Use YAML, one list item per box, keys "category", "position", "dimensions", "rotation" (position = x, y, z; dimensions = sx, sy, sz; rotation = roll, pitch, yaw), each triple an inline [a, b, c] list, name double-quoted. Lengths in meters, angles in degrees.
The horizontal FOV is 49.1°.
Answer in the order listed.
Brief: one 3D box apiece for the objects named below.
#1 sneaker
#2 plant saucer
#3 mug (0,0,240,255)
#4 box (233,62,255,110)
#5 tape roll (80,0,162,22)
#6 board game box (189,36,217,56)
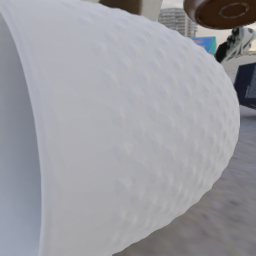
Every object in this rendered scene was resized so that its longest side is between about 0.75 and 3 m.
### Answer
- category: "sneaker"
  position: [2.918, -2.140, 7.603]
  dimensions: [0.696, 0.583, 1.574]
  rotation: [3, -14, -9]
- category: "plant saucer"
  position: [1.702, -1.984, 4.526]
  dimensions: [1.592, 0.255, 1.592]
  rotation: [-1, -7, 0]
- category: "mug"
  position: [-0.352, -0.208, 3.059]
  dimensions: [2.544, 2.142, 2.901]
  rotation: [-9, 34, -41]
- category: "box"
  position: [5.458, -1.376, 9.898]
  dimensions: [2.154, 1.518, 2.910]
  rotation: [13, 2, -18]
- category: "tape roll"
  position: [-0.873, -2.583, 5.698]
  dimensions: [1.910, 2.782, 2.782]
  rotation: [42, 28, 20]
- category: "board game box"
  position: [2.110, -2.533, 10.715]
  dimensions: [1.912, 0.566, 2.514]
  rotation: [8, 53, 31]
